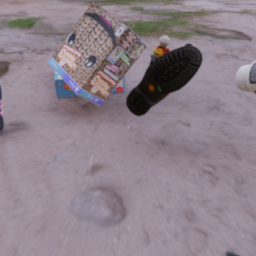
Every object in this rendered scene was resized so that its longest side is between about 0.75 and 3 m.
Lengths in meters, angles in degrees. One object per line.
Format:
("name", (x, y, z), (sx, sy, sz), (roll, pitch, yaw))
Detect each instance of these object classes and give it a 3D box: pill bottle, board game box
("pill bottle", (3.334, -1.201, 6.574), (0.892, 0.892, 1.492), (-15, 13, -23))
("board game box", (-1.662, -2.199, 11.544), (2.624, 0.733, 2.569), (-7, 32, -11))
("board game box", (-1.021, -2.338, 8.974), (1.967, 2.467, 1.195), (45, 11, 31))

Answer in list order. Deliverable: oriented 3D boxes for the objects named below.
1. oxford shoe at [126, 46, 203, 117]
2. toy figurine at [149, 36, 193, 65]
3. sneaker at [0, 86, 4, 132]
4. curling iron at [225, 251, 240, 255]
("oxford shoe", (0.894, -1.220, 6.733), (0.868, 2.388, 1.008), (53, 48, -2))
("toy figurine", (1.529, -2.461, 9.892), (1.481, 1.031, 1.458), (23, 43, 6))
("sneaker", (-4.011, -0.684, 8.255), (0.566, 1.614, 0.662), (-3, 9, -28))
("curling iron", (2.192, 2.366, 4.683), (1.135, 0.145, 0.281), (23, 39, 32))
